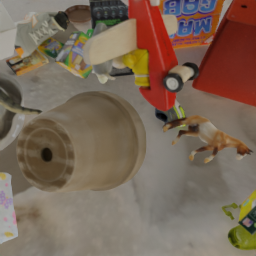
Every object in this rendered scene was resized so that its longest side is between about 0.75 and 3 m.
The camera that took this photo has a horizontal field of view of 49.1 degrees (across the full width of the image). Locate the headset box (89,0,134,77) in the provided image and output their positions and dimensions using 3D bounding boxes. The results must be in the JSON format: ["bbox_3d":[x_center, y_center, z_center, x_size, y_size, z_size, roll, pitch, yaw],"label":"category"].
[{"bbox_3d":[-0.567,-3.554,9.107,1.320,2.845,2.477,-6,51,-5],"label":"headset box"}]

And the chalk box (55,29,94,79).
[{"bbox_3d":[-1.099,-1.826,6.620,1.085,0.671,0.675,-59,34,-2],"label":"chalk box"}]

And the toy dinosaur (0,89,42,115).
[{"bbox_3d":[-2.766,-0.664,5.289,0.922,2.091,0.496,-45,15,13],"label":"toy dinosaur"}]

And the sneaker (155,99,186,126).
[{"bbox_3d":[1.042,-0.669,8.181,0.695,0.635,1.718,-19,51,-11],"label":"sneaker"}]

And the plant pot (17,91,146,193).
[{"bbox_3d":[-0.707,0.267,3.952,1.582,1.582,1.373,25,16,19],"label":"plant pot"}]

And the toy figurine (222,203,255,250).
[{"bbox_3d":[3.217,1.710,5.722,2.217,1.328,1.170,-3,50,-3],"label":"toy figurine"}]

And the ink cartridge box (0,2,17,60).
[{"bbox_3d":[-3.479,-2.652,6.645,0.769,1.335,1.829,-31,90,-30],"label":"ink cartridge box"}]

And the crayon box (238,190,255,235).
[{"bbox_3d":[2.140,1.203,4.498,0.276,0.691,1.088,42,20,17],"label":"crayon box"}]

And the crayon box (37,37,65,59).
[{"bbox_3d":[-2.865,-2.988,10.313,1.011,0.261,0.635,30,58,24],"label":"crayon box"}]

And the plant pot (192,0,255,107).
[{"bbox_3d":[3.778,-2.512,8.589,2.636,2.323,2.634,20,54,15],"label":"plant pot"}]

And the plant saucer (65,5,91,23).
[{"bbox_3d":[-2.034,-4.795,11.850,1.309,0.226,1.309,1,50,-1],"label":"plant saucer"}]

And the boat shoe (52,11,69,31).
[{"bbox_3d":[-1.968,-3.226,8.427,0.417,0.487,1.330,-38,19,5],"label":"boat shoe"}]

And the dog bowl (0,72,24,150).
[{"bbox_3d":[-4.284,-0.341,7.731,2.929,0.859,2.929,0,51,0],"label":"dog bowl"}]

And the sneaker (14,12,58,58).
[{"bbox_3d":[-3.181,-3.504,9.938,1.285,1.057,2.793,-9,43,13],"label":"sneaker"}]

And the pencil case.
[{"bbox_3d":[-1.905,1.171,4.141,0.421,0.459,1.012,-9,76,-17],"label":"pencil case"}]

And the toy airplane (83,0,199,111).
[{"bbox_3d":[0.187,-1.774,5.631,1.730,2.451,2.441,-9,65,42],"label":"toy airplane"}]

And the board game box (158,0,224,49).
[{"bbox_3d":[1.784,-4.645,10.280,2.416,2.415,2.414,-10,51,-8],"label":"board game box"}]

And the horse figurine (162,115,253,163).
[{"bbox_3d":[1.315,0.146,5.070,1.027,0.387,1.550,-24,42,-26],"label":"horse figurine"}]

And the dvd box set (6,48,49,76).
[{"bbox_3d":[-3.534,-2.328,9.822,1.199,0.176,0.877,-31,57,-23],"label":"dvd box set"}]
